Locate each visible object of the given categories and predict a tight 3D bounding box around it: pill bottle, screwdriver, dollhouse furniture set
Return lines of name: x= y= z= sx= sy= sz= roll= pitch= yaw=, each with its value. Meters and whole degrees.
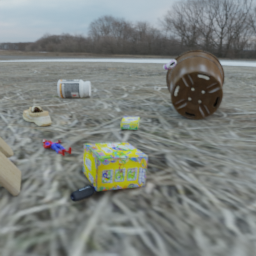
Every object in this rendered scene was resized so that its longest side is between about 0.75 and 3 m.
pill bottle: x=-2.889 y=-2.102 z=15.086 sx=1.670 sy=0.972 sz=0.972 roll=0 pitch=17 yaw=-1
screwdriver: x=-0.492 y=1.190 z=5.867 sx=1.645 sy=0.229 sz=0.239 roll=-14 pitch=-7 yaw=-42
dollhouse furniture set: x=-4.118 y=0.959 z=6.143 sx=2.628 sy=2.141 sz=2.499 roll=-39 pitch=24 yaw=-4

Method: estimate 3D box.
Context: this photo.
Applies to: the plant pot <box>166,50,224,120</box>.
plant pot: x=2.787 y=-1.719 z=11.661 sx=2.595 sy=2.595 sz=2.569 roll=3 pitch=25 yaw=11

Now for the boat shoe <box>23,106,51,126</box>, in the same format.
boat shoe: x=-3.482 y=-0.538 z=10.666 sx=1.765 sy=0.610 sz=0.651 roll=16 pitch=24 yaw=42

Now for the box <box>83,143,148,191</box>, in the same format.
box: x=-0.316 y=0.782 z=6.048 sx=1.080 sy=0.684 sz=1.122 roll=-1 pitch=12 yaw=-22

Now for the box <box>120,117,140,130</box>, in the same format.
box: x=0.074 y=-0.165 z=10.093 sx=0.629 sy=0.259 sz=1.071 roll=1 pitch=19 yaw=6

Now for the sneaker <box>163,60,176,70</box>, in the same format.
sneaker: x=1.748 y=-2.494 z=10.944 sx=0.773 sy=0.280 sz=0.440 roll=-40 pitch=13 yaw=-37

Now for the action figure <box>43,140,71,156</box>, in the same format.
action figure: x=-2.078 y=0.511 z=7.930 sx=1.151 sy=0.297 sz=0.377 roll=12 pitch=23 yaw=40
